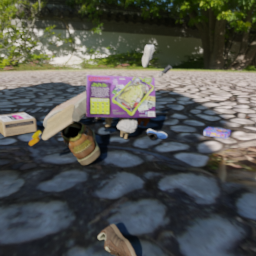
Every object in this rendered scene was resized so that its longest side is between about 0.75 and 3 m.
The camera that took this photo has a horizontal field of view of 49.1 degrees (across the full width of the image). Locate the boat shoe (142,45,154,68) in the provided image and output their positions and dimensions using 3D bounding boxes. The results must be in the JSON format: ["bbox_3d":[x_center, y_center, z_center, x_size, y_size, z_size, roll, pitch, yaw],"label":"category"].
[{"bbox_3d":[0.759,-2.694,10.524,0.336,0.980,0.353,-14,51,-19],"label":"boat shoe"}]

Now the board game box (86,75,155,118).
[{"bbox_3d":[-0.275,-1.181,10.834,2.692,1.615,0.435,1,-1,-13],"label":"board game box"}]

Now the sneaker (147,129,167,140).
[{"bbox_3d":[1.163,0.344,11.229,0.841,0.323,0.468,18,31,-8],"label":"sneaker"}]

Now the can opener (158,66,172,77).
[{"bbox_3d":[1.715,-2.687,13.236,0.217,0.274,0.826,14,-30,-33],"label":"can opener"}]

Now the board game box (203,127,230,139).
[{"bbox_3d":[3.774,0.208,11.903,0.958,0.215,0.644,10,19,31],"label":"board game box"}]

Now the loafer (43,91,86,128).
[{"bbox_3d":[-2.478,-0.814,12.471,2.788,1.002,0.877,-28,37,5],"label":"loafer"}]

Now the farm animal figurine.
[{"bbox_3d":[-0.448,-1.130,12.169,2.964,1.545,2.931,27,34,17],"label":"farm animal figurine"}]

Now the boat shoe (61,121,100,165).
[{"bbox_3d":[-1.767,0.208,9.810,1.075,1.016,2.989,-37,25,-11],"label":"boat shoe"}]

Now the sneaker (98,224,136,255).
[{"bbox_3d":[-0.199,2.160,5.038,0.402,0.375,1.064,-26,21,-19],"label":"sneaker"}]

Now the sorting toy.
[{"bbox_3d":[-2.194,-0.039,8.223,1.525,0.204,1.136,-32,27,9],"label":"sorting toy"}]

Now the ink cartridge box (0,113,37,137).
[{"bbox_3d":[-5.064,-0.186,12.544,1.370,0.625,1.663,-13,19,-35],"label":"ink cartridge box"}]
